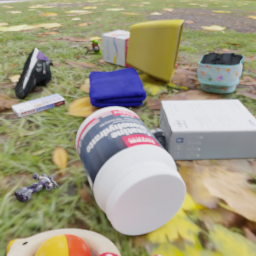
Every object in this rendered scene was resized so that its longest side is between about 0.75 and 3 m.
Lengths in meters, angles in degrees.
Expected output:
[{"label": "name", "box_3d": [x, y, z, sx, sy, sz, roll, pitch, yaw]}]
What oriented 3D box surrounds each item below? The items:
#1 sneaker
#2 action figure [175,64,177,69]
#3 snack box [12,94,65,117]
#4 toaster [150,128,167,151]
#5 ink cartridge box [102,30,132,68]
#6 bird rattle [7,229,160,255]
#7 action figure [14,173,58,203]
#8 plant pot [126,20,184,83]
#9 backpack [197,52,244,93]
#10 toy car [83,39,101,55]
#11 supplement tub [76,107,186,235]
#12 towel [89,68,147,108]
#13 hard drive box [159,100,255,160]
[{"label": "sneaker", "box_3d": [-3.850, -2.214, 11.967, 1.244, 1.076, 2.842, 31, 42, -30]}, {"label": "action figure", "box_3d": [1.868, -3.733, 15.081, 0.751, 0.593, 2.296, -22, 41, -23]}, {"label": "snack box", "box_3d": [-3.323, -0.855, 10.476, 1.815, 0.221, 0.653, -22, 37, -32]}, {"label": "toaster", "box_3d": [0.836, 0.387, 7.948, 0.436, 0.767, 0.495, -12, 14, -3]}, {"label": "ink cartridge box", "box_3d": [-0.181, -4.262, 15.046, 2.049, 1.482, 1.489, 21, 36, 32]}, {"label": "bird rattle", "box_3d": [-0.837, 2.168, 4.242, 2.866, 1.614, 2.336, -10, 16, -22]}, {"label": "action figure", "box_3d": [-2.110, 1.363, 6.578, 0.667, 0.355, 1.024, 18, 33, 33]}, {"label": "plant pot", "box_3d": [1.180, -3.662, 12.632, 2.130, 2.415, 2.415, 12, 27, 10]}, {"label": "backpack", "box_3d": [3.751, -2.276, 11.537, 1.811, 1.579, 2.060, 10, 21, 20]}, {"label": "toy car", "box_3d": [-2.191, -4.690, 16.556, 0.965, 0.792, 0.761, -29, 39, -23]}, {"label": "supplement tub", "box_3d": [-0.051, 0.805, 6.086, 1.750, 1.750, 2.494, -11, 34, -19]}, {"label": "towel", "box_3d": [-0.506, -1.618, 11.402, 2.160, 0.725, 2.925, -7, 30, -4]}, {"label": "hard drive box", "box_3d": [2.320, -0.006, 8.281, 2.511, 0.964, 1.957, -1, 30, -2]}]
